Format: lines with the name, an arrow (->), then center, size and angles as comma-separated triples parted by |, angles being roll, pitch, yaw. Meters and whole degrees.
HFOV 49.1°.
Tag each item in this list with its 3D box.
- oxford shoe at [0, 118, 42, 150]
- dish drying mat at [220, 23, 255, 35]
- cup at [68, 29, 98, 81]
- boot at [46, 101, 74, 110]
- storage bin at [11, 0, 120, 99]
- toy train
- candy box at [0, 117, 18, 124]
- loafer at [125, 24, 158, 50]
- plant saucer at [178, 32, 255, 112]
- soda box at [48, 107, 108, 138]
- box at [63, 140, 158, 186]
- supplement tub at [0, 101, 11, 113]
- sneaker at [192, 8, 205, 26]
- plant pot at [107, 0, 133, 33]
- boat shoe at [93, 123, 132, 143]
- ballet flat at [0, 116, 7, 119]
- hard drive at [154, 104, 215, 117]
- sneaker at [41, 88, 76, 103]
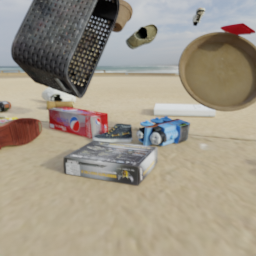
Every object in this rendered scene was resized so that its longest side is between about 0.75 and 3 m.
oxford shoe -> -3.603, 0.148, 8.184 | 0.873, 0.822, 2.333 | 5, 14, 33
dish drying mat -> 3.096, -2.795, 7.998 | 0.486, 0.115, 1.265 | 27, 11, -14
cup -> -2.042, -2.747, 11.070 | 2.088, 1.493, 2.088 | -7, 44, 7
boot -> -3.639, -1.257, 15.059 | 1.347, 0.445, 1.179 | 0, 13, -5
storage bin -> -1.313, -2.327, 6.599 | 1.303, 2.779, 1.879 | 21, -10, 5
toy train -> 1.072, 0.119, 8.526 | 1.749, 0.758, 0.999 | -13, 24, -43
candy box -> -4.211, 0.014, 9.821 | 1.269, 0.328, 2.483 | -6, 14, -35
loafer -> 0.550, -3.013, 9.105 | 1.471, 0.553, 0.512 | -43, 7, -34
plant saucer -> 2.626, -1.563, 7.844 | 2.465, 2.465, 0.363 | 1, -18, 2
soda box -> -1.808, -0.242, 9.958 | 2.370, 0.751, 0.830 | 12, 18, 39
box -> -0.353, 0.740, 6.442 | 1.777, 0.429, 1.407 | 5, 14, 20
supplement tub -> -6.290, -1.050, 13.907 | 0.548, 0.548, 0.895 | 5, 13, 20
sneaker -> 2.495, -3.895, 9.883 | 0.315, 0.365, 0.832 | 6, -9, -1
plant pot -> -0.338, -3.571, 9.128 | 0.893, 0.779, 0.893 | 9, -22, 4
boat shoe -> -0.486, 0.144, 8.726 | 1.240, 0.563, 0.439 | 0, 13, -2
ballet flat -> -5.358, -0.263, 10.792 | 1.377, 0.478, 0.478 | -7, 15, -27
hard drive -> 2.648, -0.858, 13.485 | 2.733, 0.365, 1.803 | 2, 13, 8
sneaker -> -4.424, -1.896, 16.872 | 2.654, 0.997, 1.076 | 8, 24, 35
